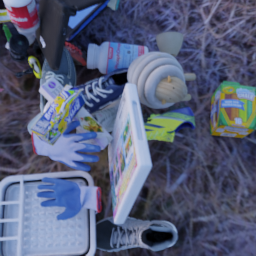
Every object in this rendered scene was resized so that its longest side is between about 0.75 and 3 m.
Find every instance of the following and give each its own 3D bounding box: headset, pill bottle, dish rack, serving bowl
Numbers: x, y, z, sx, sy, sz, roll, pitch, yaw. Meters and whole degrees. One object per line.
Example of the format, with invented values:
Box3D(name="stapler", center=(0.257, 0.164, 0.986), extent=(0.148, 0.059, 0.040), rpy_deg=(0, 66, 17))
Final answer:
Box3D(name="headset", center=(-3.354, -2.315, 8.329), extent=(0.786, 1.033, 1.673), rpy_deg=(-30, 87, -25))
Box3D(name="pill bottle", center=(-3.023, -3.463, 7.875), extent=(0.803, 1.430, 0.803), rpy_deg=(2, 64, -3))
Box3D(name="dish rack", center=(-2.337, 2.612, 8.117), extent=(2.943, 0.641, 2.526), rpy_deg=(-6, 72, 6))
Box3D(name="pill bottle", center=(-0.354, -2.243, 9.192), extent=(1.911, 1.039, 1.039), rpy_deg=(5, 73, -6))
Box3D(name="serving bowl", center=(-3.621, -3.074, 9.783), extent=(1.293, 1.293, 0.425), rpy_deg=(-45, 109, -12))

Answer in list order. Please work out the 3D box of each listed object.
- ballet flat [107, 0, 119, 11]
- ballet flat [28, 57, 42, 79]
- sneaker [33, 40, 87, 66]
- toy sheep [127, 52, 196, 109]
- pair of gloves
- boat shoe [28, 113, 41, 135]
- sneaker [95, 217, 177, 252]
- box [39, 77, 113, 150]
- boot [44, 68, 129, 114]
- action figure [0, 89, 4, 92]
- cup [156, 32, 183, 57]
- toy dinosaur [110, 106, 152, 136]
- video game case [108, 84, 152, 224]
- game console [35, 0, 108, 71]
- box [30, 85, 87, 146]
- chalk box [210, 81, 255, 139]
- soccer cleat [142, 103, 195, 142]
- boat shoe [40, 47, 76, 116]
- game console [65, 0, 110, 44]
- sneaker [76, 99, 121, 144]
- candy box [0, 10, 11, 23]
Box3D(name="ballet flat", center=(-0.331, -3.890, 8.016), extent=(0.366, 0.366, 1.054), rpy_deg=(19, 83, 6))
Box3D(name="ballet flat", center=(-3.277, -2.196, 9.878), extent=(0.327, 0.328, 0.979), rpy_deg=(-27, 75, -8))
Box3D(name="sneaker", center=(-2.384, -2.559, 9.754), extent=(2.141, 0.757, 1.046), rpy_deg=(27, 74, 9))
Box3D(name="toy sheep", center=(0.755, -1.283, 7.432), extent=(1.587, 1.587, 2.302), rpy_deg=(-34, 36, -10))
Box3D(name="pair of gloves", center=(-1.629, 1.179, 7.404), extent=(2.202, 0.312, 2.739), rpy_deg=(-1, 98, 28))
Box3D(name="boat shoe", center=(-2.319, -0.476, 9.130), extent=(2.201, 0.753, 0.823), rpy_deg=(-33, 78, -9))
Box3D(name="sneaker", center=(0.109, 2.919, 7.704), extent=(2.615, 1.510, 0.981), rpy_deg=(-3, 73, 0))
Box3D(name="box", center=(-1.361, -0.338, 7.413), extent=(2.272, 0.471, 0.440), rpy_deg=(46, 66, -9))
Box3D(name="boot", center=(-1.024, -1.008, 8.013), extent=(2.818, 1.273, 1.025), rpy_deg=(-32, 89, -37))
Box3D(name="action figure", center=(-5.225, -0.808, 8.669), extent=(2.794, 2.080, 1.871), rpy_deg=(-33, 70, 5))
Box3D(name="cup", center=(1.321, -2.587, 8.881), extent=(0.859, 0.859, 0.614), rpy_deg=(-1, 88, 0))
Box3D(name="toy dinosaur", center=(-0.023, -0.231, 8.421), extent=(2.609, 0.619, 1.150), rpy_deg=(-55, 41, -2))
Box3D(name="video game case", center=(-0.080, 0.672, 6.789), extent=(0.308, 2.597, 2.364), rpy_deg=(4, 48, -14))
Box3D(name="game console", center=(-1.534, -3.280, 8.221), extent=(1.692, 2.556, 2.907), rpy_deg=(2, 33, -29))
Box3D(name="box", center=(-1.621, -0.319, 6.670), extent=(0.461, 0.503, 1.435), rpy_deg=(23, 66, 24))
Box3D(name="chalk box", center=(3.353, -0.712, 9.013), extent=(1.131, 1.124, 1.813), rpy_deg=(6, 74, 1))
Box3D(name="soccer cleat", center=(0.948, 0.056, 8.955), extent=(2.565, 0.829, 1.073), rpy_deg=(-21, 82, -5))
Box3D(name="boat shoe", center=(-2.112, -1.224, 8.435), extent=(1.062, 0.901, 2.916), rpy_deg=(6, 78, -15))
Box3D(name="game console", center=(-1.653, -4.455, 9.863), extent=(2.406, 1.668, 2.819), rpy_deg=(39, 76, 10))
Box3D(name="sneaker", center=(-0.748, -0.259, 8.892), extent=(2.104, 1.045, 0.820), rpy_deg=(-40, 74, -14))
Box3D(name="candy box", center=(-4.743, -4.210, 10.584), extent=(1.017, 0.134, 0.520), rpy_deg=(-5, 74, -1))
